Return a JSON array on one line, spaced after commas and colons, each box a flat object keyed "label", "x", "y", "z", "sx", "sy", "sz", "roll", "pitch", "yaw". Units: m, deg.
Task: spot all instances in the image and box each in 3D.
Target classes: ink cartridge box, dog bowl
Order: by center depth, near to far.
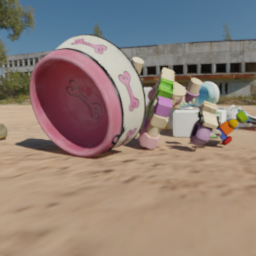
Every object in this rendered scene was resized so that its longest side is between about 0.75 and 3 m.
[{"label": "dog bowl", "x": -0.927, "y": -0.516, "z": 5.591, "sx": 2.471, "sy": 2.471, "sz": 0.911, "roll": 4, "pitch": 26, "yaw": 33}, {"label": "ink cartridge box", "x": 2.223, "y": -0.200, "z": 9.269, "sx": 1.399, "sy": 0.807, "sz": 1.915, "roll": 1, "pitch": 6, "yaw": 12}, {"label": "ink cartridge box", "x": 1.487, "y": -0.836, "z": 11.484, "sx": 2.187, "sy": 1.604, "sz": 1.597, "roll": 3, "pitch": 7, "yaw": 17}]

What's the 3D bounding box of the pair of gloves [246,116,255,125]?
[{"label": "pair of gloves", "x": 5.311, "y": -0.187, "z": 10.623, "sx": 1.907, "sy": 0.236, "sz": 1.699, "roll": -1, "pitch": 17, "yaw": -28}]

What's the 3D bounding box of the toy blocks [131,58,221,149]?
[{"label": "toy blocks", "x": 0.724, "y": -0.239, "z": 7.026, "sx": 2.273, "sy": 1.914, "sz": 2.124, "roll": 18, "pitch": 36, "yaw": -3}]

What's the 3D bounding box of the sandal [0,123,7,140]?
[{"label": "sandal", "x": -4.313, "y": -0.085, "z": 7.144, "sx": 1.051, "sy": 0.706, "sz": 2.616, "roll": 36, "pitch": 22, "yaw": 31}]

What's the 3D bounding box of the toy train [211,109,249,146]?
[{"label": "toy train", "x": 2.437, "y": -0.079, "z": 6.634, "sx": 0.891, "sy": 0.652, "sz": 1.540, "roll": -39, "pitch": -13, "yaw": 16}]

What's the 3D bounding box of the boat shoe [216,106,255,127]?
[{"label": "boat shoe", "x": 4.526, "y": -0.532, "z": 12.089, "sx": 0.959, "sy": 0.871, "sz": 2.608, "roll": -3, "pitch": 7, "yaw": -28}]

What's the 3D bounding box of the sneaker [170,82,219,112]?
[{"label": "sneaker", "x": 1.764, "y": -0.923, "z": 9.121, "sx": 1.450, "sy": 0.884, "sz": 2.222, "roll": -12, "pitch": 3, "yaw": -23}]

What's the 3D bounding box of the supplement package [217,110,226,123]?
[{"label": "supplement package", "x": 3.481, "y": -0.354, "z": 11.220, "sx": 0.706, "sy": 0.704, "sz": 1.204, "roll": 3, "pitch": 7, "yaw": 27}]
